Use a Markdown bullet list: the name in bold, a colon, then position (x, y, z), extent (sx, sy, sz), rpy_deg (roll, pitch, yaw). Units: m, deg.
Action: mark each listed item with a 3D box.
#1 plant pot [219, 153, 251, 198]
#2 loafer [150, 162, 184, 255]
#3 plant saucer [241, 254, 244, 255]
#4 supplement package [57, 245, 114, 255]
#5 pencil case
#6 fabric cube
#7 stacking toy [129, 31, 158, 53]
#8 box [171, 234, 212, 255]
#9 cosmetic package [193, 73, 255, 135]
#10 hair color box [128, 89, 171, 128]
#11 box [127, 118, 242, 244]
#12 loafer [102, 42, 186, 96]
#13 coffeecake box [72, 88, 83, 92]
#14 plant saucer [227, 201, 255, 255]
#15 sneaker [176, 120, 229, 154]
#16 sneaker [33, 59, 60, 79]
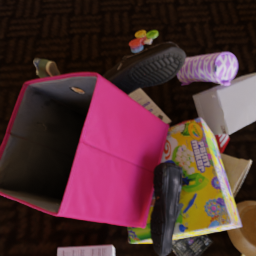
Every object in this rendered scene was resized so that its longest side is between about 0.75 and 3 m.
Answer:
- **plant pot**: position (2.868, 1.368, 8.758), extent (1.349, 1.474, 1.474), rpy_deg (27, 65, 28)
- **loafer**: position (0.949, 1.833, 6.438), extent (0.725, 0.702, 2.066), rpy_deg (11, 75, -21)
- **plant saucer**: position (3.857, 3.904, 7.993), extent (1.267, 0.307, 1.267), rpy_deg (37, 68, 17)
- **supplement package**: position (-1.102, 3.824, 7.578), extent (1.452, 1.102, 1.094), rpy_deg (-2, 63, -1)
- **pencil case**: position (2.387, -1.795, 8.729), extent (0.928, 2.210, 0.945), rpy_deg (-13, 104, -18)
- **fabric cube**: position (-1.093, 0.627, 6.983), extent (2.817, 2.862, 2.871), rpy_deg (3, 72, 40)
- **stacking toy**: position (0.593, -3.006, 9.897), extent (0.933, 0.435, 1.031), rpy_deg (6, 50, 32)
- **box**: position (1.813, 3.403, 8.288), extent (1.050, 0.229, 0.841), rpy_deg (-38, 69, -18)
- **cosmetic package**: position (3.538, -0.833, 9.113), extent (2.669, 1.204, 1.426), rpy_deg (-20, 97, -26)
- **hair color box**: position (0.281, -0.554, 10.031), extent (1.279, 0.758, 2.339), rpy_deg (-33, 66, -16)
- **box**: position (1.338, 1.585, 7.842), extent (2.632, 1.667, 2.732), rpy_deg (-20, 61, 23)
- **loafer**: position (0.229, -1.750, 7.988), extent (2.969, 1.084, 1.059), rpy_deg (-17, 56, 36)
- **coffeecake box**: position (-1.963, -0.620, 9.735), extent (0.627, 1.318, 1.717), rpy_deg (37, 69, 17)
- **plant saucer**: position (3.887, 2.972, 8.268), extent (1.850, 0.327, 1.850), rpy_deg (0, 52, 0)
- **sneaker**: position (2.304, 0.510, 9.358), extent (2.502, 0.980, 1.445), rpy_deg (-24, 64, -12)
- **sneaker**: position (-2.276, -1.512, 7.865), extent (0.570, 1.270, 0.426), rpy_deg (20, 67, 6)
